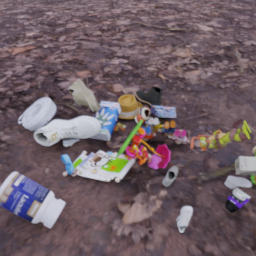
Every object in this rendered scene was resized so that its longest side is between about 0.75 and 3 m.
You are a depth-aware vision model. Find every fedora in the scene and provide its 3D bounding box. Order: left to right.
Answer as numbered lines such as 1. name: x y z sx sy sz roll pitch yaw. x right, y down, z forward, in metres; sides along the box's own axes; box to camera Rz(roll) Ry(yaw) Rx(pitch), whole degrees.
1. fedora: -0.034 -1.101 13.476 1.765 0.720 1.765 1 35 -1

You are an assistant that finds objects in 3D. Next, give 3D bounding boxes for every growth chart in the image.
1. growth chart: -0.994 1.374 10.424 2.378 0.211 1.721 4 33 20

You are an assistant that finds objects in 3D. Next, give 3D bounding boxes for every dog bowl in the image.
1. dog bowl: -2.154 1.296 10.018 0.189 0.761 0.424 -29 15 -29

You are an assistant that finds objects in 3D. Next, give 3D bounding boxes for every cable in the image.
1. cable: -3.937 -0.593 12.363 1.661 0.575 1.661 15 62 47

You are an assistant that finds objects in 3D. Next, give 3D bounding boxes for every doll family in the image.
1. doll family: 1.453 0.065 11.491 2.149 1.334 0.969 6 72 7

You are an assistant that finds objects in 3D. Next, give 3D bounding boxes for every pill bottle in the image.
1. pill bottle: -2.866 2.167 8.307 1.806 1.045 1.045 30 39 -6

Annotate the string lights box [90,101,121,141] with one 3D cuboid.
1. string lights box: -1.013 -0.318 12.193 0.897 0.515 1.746 7 55 17

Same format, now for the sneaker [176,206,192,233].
1. sneaker: 1.654 2.638 8.109 0.356 0.932 0.375 9 37 2

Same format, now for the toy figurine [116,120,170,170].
1. toy figurine: 0.695 0.865 10.034 1.721 1.404 1.870 35 38 0

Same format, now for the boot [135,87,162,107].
1. boot: 1.051 -1.726 13.847 1.656 1.146 0.642 33 52 28

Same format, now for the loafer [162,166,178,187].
1. loafer: 1.569 1.679 10.000 0.381 0.381 1.091 36 38 6

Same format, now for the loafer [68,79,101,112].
1. loafer: -1.961 -1.322 12.409 0.800 0.886 2.343 -35 43 -8

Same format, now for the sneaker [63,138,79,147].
1. sneaker: -2.379 0.598 11.607 0.305 0.295 0.834 22 22 35

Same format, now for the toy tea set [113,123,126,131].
1. toy tea set: -0.563 -0.106 12.500 0.920 0.341 0.547 0 37 0

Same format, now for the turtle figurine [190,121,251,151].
1. turtle figurine: 2.480 0.321 7.541 1.455 0.581 1.804 -21 -6 32

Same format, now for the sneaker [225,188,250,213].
1. sneaker: 3.406 2.339 8.905 0.509 0.728 1.463 37 10 32

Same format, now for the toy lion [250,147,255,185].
1. toy lion: 4.588 1.392 9.772 0.397 1.110 1.158 17 76 56

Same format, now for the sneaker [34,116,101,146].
1. sneaker: -2.457 0.233 11.001 2.603 0.959 1.504 -4 20 28

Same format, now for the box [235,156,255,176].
1. box: 4.142 1.220 8.800 1.386 0.570 0.474 2 67 8

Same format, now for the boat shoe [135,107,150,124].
1. boat shoe: 0.765 -0.642 12.761 0.496 0.565 1.587 -32 9 27

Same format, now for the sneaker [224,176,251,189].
1. sneaker: 3.776 1.943 9.689 0.823 0.475 0.303 16 49 6

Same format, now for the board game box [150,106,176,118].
1. board game box: 1.744 -0.748 12.933 1.163 0.359 1.163 1 14 -13
